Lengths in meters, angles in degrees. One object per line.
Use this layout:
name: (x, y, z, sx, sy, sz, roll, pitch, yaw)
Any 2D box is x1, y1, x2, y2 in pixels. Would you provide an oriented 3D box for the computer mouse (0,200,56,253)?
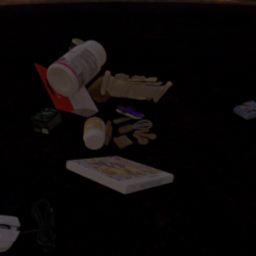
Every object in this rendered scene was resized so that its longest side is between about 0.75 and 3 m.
computer mouse: (-2.878, 2.251, 6.060, 2.533, 0.556, 1.389, -7, 33, -12)

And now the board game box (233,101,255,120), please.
board game box: (4.989, -0.666, 11.237, 1.023, 0.316, 1.022, -14, 33, -22)

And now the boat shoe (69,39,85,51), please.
boat shoe: (-1.950, -3.202, 10.991, 0.501, 0.471, 1.394, 28, 20, -1)

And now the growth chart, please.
growth chart: (0.246, -1.412, 9.899, 2.541, 1.839, 0.225, 5, 71, -19)

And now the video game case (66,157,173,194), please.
video game case: (-0.200, 1.082, 6.945, 2.004, 0.229, 1.824, 12, 7, 40)

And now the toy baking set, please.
toy baking set: (0.015, 0.108, 10.015, 1.820, 0.276, 2.372, 0, 29, -5)

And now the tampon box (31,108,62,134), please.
tampon box: (-2.982, -0.268, 10.314, 0.671, 0.565, 0.895, 11, 32, 17)

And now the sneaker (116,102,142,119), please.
sneaker: (0.124, -0.682, 10.375, 1.042, 0.518, 0.362, 17, 15, -20)

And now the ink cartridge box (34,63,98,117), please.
ink cartridge box: (-2.123, -1.384, 10.063, 0.658, 1.874, 2.306, -31, -13, 8)

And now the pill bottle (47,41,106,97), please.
pill bottle: (-1.616, -2.012, 9.218, 1.139, 1.139, 2.010, 14, 44, 22)

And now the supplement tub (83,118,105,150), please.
supplement tub: (-1.050, 0.173, 8.719, 0.663, 0.663, 0.912, -2, 35, -3)

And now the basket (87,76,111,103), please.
basket: (-1.047, -1.663, 12.006, 0.877, 0.840, 1.177, -50, 22, -24)
